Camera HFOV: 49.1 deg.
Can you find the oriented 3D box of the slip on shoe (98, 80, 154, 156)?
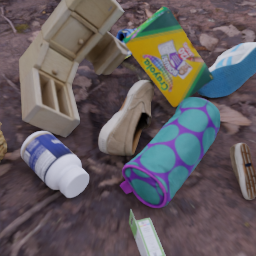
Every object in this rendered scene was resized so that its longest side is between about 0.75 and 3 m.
[{"bbox_3d":[0.221,-0.286,6.712,0.763,0.958,2.520,13,41,23],"label":"slip on shoe"}]

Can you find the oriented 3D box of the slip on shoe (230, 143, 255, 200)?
[{"bbox_3d":[2.362,0.900,5.818,0.437,0.348,1.149,-2,77,-30],"label":"slip on shoe"}]

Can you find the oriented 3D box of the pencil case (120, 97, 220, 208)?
[{"bbox_3d":[0.978,0.431,5.956,1.180,1.087,2.554,-8,29,49],"label":"pencil case"}]

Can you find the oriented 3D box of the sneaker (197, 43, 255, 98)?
[{"bbox_3d":[2.929,-1.695,8.281,2.417,0.925,0.976,-32,26,-11],"label":"sneaker"}]

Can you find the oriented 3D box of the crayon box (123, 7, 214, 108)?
[{"bbox_3d":[1.043,-1.761,7.191,1.301,2.190,0.638,-37,25,13],"label":"crayon box"}]

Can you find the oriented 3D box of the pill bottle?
[{"bbox_3d":[-1.494,0.756,5.804,1.458,0.810,0.810,36,54,29],"label":"pill bottle"}]

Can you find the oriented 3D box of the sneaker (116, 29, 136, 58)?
[{"bbox_3d":[0.128,-3.099,9.609,1.861,0.766,0.688,-44,37,-22],"label":"sneaker"}]

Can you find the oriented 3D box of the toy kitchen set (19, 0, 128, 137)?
[{"bbox_3d":[-0.912,-1.580,7.306,2.422,2.969,2.678,27,29,-40],"label":"toy kitchen set"}]

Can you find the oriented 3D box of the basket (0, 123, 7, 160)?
[{"bbox_3d":[-4.036,0.038,5.824,2.481,1.848,1.770,6,44,8],"label":"basket"}]

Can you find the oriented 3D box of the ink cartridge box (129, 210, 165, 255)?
[{"bbox_3d":[0.308,1.903,4.836,0.285,0.498,0.960,-11,44,-15],"label":"ink cartridge box"}]

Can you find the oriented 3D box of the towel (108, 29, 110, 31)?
[{"bbox_3d":[-1.517,-4.001,10.993,1.170,0.288,1.577,-20,40,-28],"label":"towel"}]
